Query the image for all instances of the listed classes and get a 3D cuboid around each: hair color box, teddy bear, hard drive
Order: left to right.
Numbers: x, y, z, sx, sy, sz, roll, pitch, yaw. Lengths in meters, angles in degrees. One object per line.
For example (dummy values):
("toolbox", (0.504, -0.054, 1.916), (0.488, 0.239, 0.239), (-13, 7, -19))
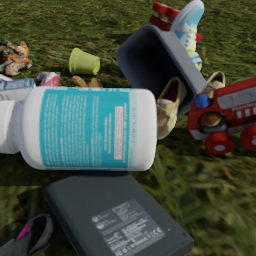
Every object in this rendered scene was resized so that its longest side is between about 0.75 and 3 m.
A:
("hair color box", (-2.500, -0.741, 6.012), (1.013, 0.507, 0.307), (-8, 54, -7))
("teddy bear", (-1.478, -0.998, 8.466), (1.462, 1.060, 0.488), (-43, 13, -15))
("hard drive", (-0.272, 1.607, 5.097), (1.692, 0.399, 2.424), (-16, 38, -31))

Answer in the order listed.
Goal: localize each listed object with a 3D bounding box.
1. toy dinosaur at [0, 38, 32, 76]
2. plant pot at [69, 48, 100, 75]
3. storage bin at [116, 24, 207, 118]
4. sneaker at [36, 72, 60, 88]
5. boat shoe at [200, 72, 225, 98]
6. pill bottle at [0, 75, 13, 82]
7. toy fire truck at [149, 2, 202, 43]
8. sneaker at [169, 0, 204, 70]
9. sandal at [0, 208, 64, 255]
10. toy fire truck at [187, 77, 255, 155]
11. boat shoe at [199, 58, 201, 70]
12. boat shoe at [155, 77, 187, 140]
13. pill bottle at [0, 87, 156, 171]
("toy dinosaur", (-4.725, -2.881, 11.376), (1.764, 1.327, 2.599), (14, 15, -9))
("plant pot", (-1.613, -2.441, 10.665), (0.927, 1.008, 1.008), (15, 37, 7))
("storage bin", (1.097, -1.609, 8.394), (1.724, 1.868, 2.567), (-30, 87, -52))
("sneaker", (-2.604, -1.354, 8.949), (0.770, 0.831, 2.062), (3, 14, -12))
("boat shoe", (2.670, -1.151, 8.945), (0.794, 0.715, 2.202), (16, 38, 21))
("pill bottle", (-3.137, -0.532, 7.377), (2.642, 1.485, 1.485), (22, 40, 29))
("toy fire truck", (2.387, -4.887, 13.799), (2.463, 1.645, 2.933), (2, 31, -31))
("sneaker", (2.125, -2.812, 9.565), (1.026, 2.581, 1.685), (-14, 55, -47))
("sandal", (-1.612, 1.853, 4.759), (0.604, 0.385, 1.607), (28, 33, 16))
("toy fire truck", (2.313, -0.338, 6.443), (2.031, 1.705, 1.139), (-13, 47, 27))
("boat shoe", (2.425, -2.473, 10.834), (0.644, 0.561, 1.748), (-13, 36, 5))
("boat shoe", (1.021, -0.575, 7.617), (0.679, 0.609, 1.835), (11, 65, 31))
("pill bottle", (-1.006, 0.014, 5.631), (2.989, 1.656, 1.656), (2, 35, -4))
